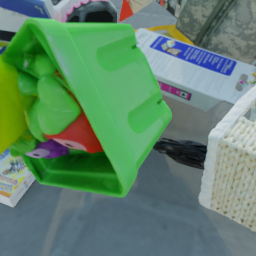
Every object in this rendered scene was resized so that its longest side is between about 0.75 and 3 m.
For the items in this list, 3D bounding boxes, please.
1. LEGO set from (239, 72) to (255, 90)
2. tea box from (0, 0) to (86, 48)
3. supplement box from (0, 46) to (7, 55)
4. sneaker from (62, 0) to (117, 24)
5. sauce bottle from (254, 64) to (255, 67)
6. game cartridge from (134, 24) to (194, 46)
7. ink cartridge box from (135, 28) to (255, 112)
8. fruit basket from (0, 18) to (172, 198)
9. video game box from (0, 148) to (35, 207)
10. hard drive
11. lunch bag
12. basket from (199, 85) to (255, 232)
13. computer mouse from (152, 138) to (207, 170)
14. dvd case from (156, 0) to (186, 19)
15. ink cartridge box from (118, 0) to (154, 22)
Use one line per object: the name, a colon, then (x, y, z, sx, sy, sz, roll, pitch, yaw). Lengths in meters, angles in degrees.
LEGO set: (2.264, -0.949, 4.751, 0.349, 0.759, 0.282, 38, 19, 1)
tea box: (-2.595, -2.504, 8.135, 2.974, 2.925, 1.987, 12, 45, 12)
supplement box: (-3.960, -0.663, 6.890, 2.309, 1.552, 2.312, -9, 39, 5)
sneaker: (-1.231, -1.598, 5.896, 2.577, 1.018, 1.229, -32, 52, 19)
sauce bottle: (4.469, -1.021, 8.164, 0.853, 0.853, 2.585, -4, 46, -5)
game cartridge: (0.888, -2.033, 7.634, 2.828, 0.459, 2.493, -15, 48, -13)
ink cartridge box: (1.123, -1.146, 5.611, 2.738, 0.508, 1.296, 23, 53, 18)
fruit basket: (-1.272, -0.053, 3.289, 2.871, 2.071, 2.871, -25, 11, 5)
video game box: (-2.925, 0.857, 6.550, 1.719, 0.402, 1.566, 15, 48, 16)
hard drive: (-2.407, -2.511, 5.261, 1.930, 0.245, 1.273, 16, 3, -9)
lunch bag: (2.478, -2.595, 6.039, 2.025, 2.415, 1.683, 45, 60, 8)
basket: (1.689, 0.406, 3.383, 1.082, 1.345, 1.333, 29, 52, 33)
computer mouse: (1.072, 0.388, 4.650, 1.078, 1.557, 0.411, 12, 80, 20)
dvd case: (1.439, -4.598, 9.261, 0.212, 1.407, 1.928, -10, 42, -14)
ink cartridge box: (0.324, -4.508, 7.970, 0.676, 2.185, 2.695, 13, -5, -31)
